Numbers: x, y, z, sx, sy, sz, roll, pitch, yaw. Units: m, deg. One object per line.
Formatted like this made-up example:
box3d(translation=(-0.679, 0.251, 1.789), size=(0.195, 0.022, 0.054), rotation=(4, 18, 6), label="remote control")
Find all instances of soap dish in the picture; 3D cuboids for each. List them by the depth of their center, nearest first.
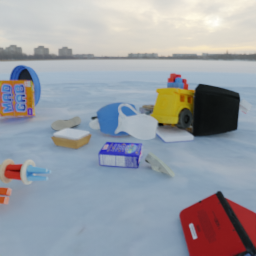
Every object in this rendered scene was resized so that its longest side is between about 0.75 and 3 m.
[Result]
box3d(translation=(-2.294, 0.433, 11.392), size=(1.305, 0.530, 1.027), rotation=(7, 17, 25), label="soap dish")

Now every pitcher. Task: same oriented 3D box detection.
box3d(translation=(0.372, -0.262, 11.895), size=(1.732, 1.486, 1.050), rotation=(10, 34, 8), label="pitcher")

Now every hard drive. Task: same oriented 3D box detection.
box3d(translation=(1.953, 0.230, 12.607), size=(1.262, 0.243, 1.913), rotation=(-3, 16, -11), label="hard drive")

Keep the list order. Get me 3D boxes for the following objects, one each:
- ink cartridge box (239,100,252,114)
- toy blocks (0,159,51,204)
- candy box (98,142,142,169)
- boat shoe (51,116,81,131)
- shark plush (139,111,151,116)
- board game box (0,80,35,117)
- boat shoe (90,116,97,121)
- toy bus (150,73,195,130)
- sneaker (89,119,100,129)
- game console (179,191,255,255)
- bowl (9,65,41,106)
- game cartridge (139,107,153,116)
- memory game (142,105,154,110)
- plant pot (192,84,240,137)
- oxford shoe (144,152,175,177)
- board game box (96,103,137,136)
box3d(translation=(5.634, -1.023, 13.575), size=(0.559, 0.316, 0.763), rotation=(41, -1, 16), label="ink cartridge box")
box3d(translation=(-3.092, 1.409, 7.160), size=(1.874, 0.681, 1.562), rotation=(1, 31, 12), label="toy blocks")
box3d(translation=(-0.240, 0.916, 9.714), size=(1.360, 0.524, 1.150), rotation=(4, 18, 9), label="candy box")
box3d(translation=(-3.025, -0.114, 13.511), size=(0.507, 0.595, 1.779), rotation=(-39, -12, 38), label="boat shoe")
box3d(translation=(0.608, -0.479, 14.675), size=(1.617, 0.735, 0.674), rotation=(11, 50, 18), label="shark plush")
box3d(translation=(-6.086, -1.536, 15.164), size=(1.841, 1.843, 1.841), rotation=(-2, 2, -15), label="board game box")
box3d(translation=(-1.419, -0.508, 14.832), size=(1.240, 0.351, 0.425), rotation=(5, 38, 14), label="boat shoe")
box3d(translation=(2.440, -1.194, 12.966), size=(2.603, 2.499, 1.766), rotation=(6, 1, -41), label="toy bus")
box3d(translation=(-1.355, -0.373, 13.736), size=(1.522, 0.573, 0.674), rotation=(-10, 62, -45), label="sneaker")
box3d(translation=(2.081, 2.251, 5.670), size=(1.615, 1.112, 1.874), rotation=(-30, 13, 9), label="game console")
box3d(translation=(-6.417, -2.495, 17.452), size=(2.801, 2.801, 0.550), rotation=(12, 17, 36), label="bowl")
box3d(translation=(1.725, -0.883, 16.344), size=(1.451, 0.430, 2.239), rotation=(-11, 19, -22), label="game cartridge")
box3d(translation=(1.977, -1.130, 15.808), size=(2.407, 0.153, 2.407), rotation=(4, 9, -1), label="memory game")
box3d(translation=(4.040, -0.826, 12.793), size=(1.908, 2.146, 2.151), rotation=(5, 16, 19), label="plant pot")
box3d(translation=(0.984, 1.232, 8.937), size=(0.392, 0.510, 1.358), rotation=(-46, 38, -7), label="oxford shoe")
box3d(translation=(-0.447, -0.290, 13.326), size=(1.934, 0.477, 2.448), rotation=(-10, 42, -9), label="board game box")
